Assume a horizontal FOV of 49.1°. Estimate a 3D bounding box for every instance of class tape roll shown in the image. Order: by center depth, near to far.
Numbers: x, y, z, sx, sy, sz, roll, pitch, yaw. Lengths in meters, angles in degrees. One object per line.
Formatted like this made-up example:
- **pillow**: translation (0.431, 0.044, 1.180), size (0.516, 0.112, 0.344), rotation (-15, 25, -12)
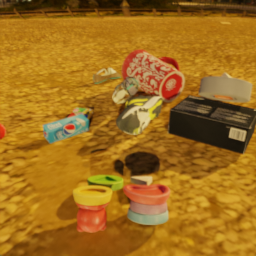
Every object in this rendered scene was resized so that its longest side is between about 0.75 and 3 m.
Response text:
- **tape roll**: translation (3.323, -1.302, 9.634), size (1.694, 0.559, 1.694), rotation (11, 1, 0)

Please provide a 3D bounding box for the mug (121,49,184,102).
- **mug**: translation (1.337, -2.585, 12.929), size (2.395, 1.800, 2.698), rotation (-48, 46, -1)

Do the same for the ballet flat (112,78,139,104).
- **ballet flat**: translation (-0.273, -1.391, 11.408), size (0.803, 0.803, 2.233), rotation (-11, -6, -19)

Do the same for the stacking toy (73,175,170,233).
- **stacking toy**: translation (-0.152, 1.803, 6.718), size (2.174, 0.918, 1.968), rotation (2, 3, -3)

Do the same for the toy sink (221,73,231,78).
- **toy sink**: translation (4.334, -1.790, 12.775), size (0.655, 1.169, 0.762), rotation (32, 24, -14)

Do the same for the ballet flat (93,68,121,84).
- **ballet flat**: translation (-1.118, -2.799, 14.732), size (1.760, 0.636, 0.597), rotation (-20, 19, -31)

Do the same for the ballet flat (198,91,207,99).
- **ballet flat**: translation (3.391, -1.449, 12.620), size (0.315, 0.340, 0.964), rotation (-23, 31, 20)

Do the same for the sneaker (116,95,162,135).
- **sneaker**: translation (0.260, -0.533, 10.362), size (1.140, 1.004, 2.695), rotation (15, 26, 30)

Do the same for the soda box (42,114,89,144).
- **soda box**: translation (-2.154, 0.008, 9.804), size (1.518, 0.487, 0.515), rotation (-20, 42, -31)

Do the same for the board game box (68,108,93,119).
- **board game box**: translation (-1.882, -0.486, 11.050), size (0.734, 0.193, 0.959), rotation (5, 29, 9)

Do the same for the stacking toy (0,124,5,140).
- **stacking toy**: translation (-4.698, 0.431, 8.753), size (0.960, 0.960, 2.250), rotation (6, 25, 10)

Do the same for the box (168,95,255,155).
- **box**: translation (2.934, -0.211, 9.660), size (2.578, 1.017, 1.819), rotation (17, 32, 28)
